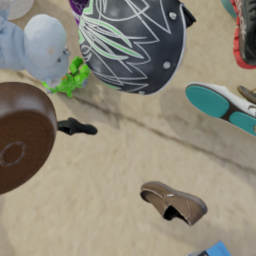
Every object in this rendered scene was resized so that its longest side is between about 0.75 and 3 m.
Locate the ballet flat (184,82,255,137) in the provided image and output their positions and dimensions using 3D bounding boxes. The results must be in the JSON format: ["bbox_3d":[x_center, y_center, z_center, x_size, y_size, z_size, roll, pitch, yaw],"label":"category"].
[{"bbox_3d":[2.945,-0.648,8.114,2.795,0.971,0.971,28,76,4],"label":"ballet flat"}]

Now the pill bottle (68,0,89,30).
[{"bbox_3d":[-0.694,-3.178,6.588,1.497,2.662,1.497,-4,59,7],"label":"pill bottle"}]

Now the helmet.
[{"bbox_3d":[0.136,-1.713,5.439,2.268,2.162,2.268,10,111,26],"label":"helmet"}]

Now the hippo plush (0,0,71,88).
[{"bbox_3d":[-2.165,-1.367,5.412,1.880,2.338,1.863,19,54,-2],"label":"hippo plush"}]

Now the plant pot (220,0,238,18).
[{"bbox_3d":[3.803,-4.312,8.687,2.347,1.581,2.347,0,76,1],"label":"plant pot"}]

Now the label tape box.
[{"bbox_3d":[1.742,3.976,6.806,2.158,0.683,1.556,-30,76,-8],"label":"label tape box"}]

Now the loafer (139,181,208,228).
[{"bbox_3d":[0.661,1.303,4.841,0.488,1.376,0.503,-46,121,-30],"label":"loafer"}]

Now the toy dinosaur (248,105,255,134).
[{"bbox_3d":[2.984,-0.182,5.559,0.909,0.523,1.799,-11,66,8],"label":"toy dinosaur"}]

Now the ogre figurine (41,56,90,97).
[{"bbox_3d":[-1.834,-1.532,8.351,1.743,0.855,1.045,-2,55,-16],"label":"ogre figurine"}]

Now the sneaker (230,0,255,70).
[{"bbox_3d":[2.622,-2.466,5.618,0.926,1.280,2.621,-12,105,0],"label":"sneaker"}]

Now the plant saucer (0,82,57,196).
[{"bbox_3d":[-2.191,0.378,5.080,0.450,2.462,2.462,32,76,28],"label":"plant saucer"}]

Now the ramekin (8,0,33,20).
[{"bbox_3d":[-3.967,-4.399,8.983,1.894,0.994,1.894,1,72,-4],"label":"ramekin"}]

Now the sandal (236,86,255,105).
[{"bbox_3d":[4.058,-0.869,8.099,1.893,0.774,0.517,24,118,5],"label":"sandal"}]

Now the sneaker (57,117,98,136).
[{"bbox_3d":[-1.278,0.042,6.757,1.008,0.303,0.526,23,35,5],"label":"sneaker"}]
